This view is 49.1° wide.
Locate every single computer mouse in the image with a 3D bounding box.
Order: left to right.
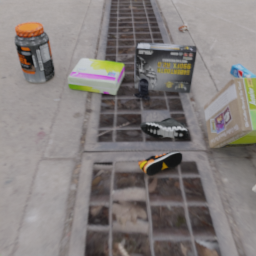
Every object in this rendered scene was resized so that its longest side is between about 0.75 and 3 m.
[{"bbox_3d":[0.574,-1.553,11.320,0.666,0.253,0.961,12,65,-11],"label":"computer mouse"}]

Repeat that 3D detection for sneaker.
[{"bbox_3d":[0.968,0.961,8.456,1.422,0.497,0.640,-17,26,-28],"label":"sneaker"},{"bbox_3d":[1.237,-0.025,9.613,1.636,0.544,0.740,7,38,3],"label":"sneaker"}]

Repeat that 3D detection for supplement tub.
[{"bbox_3d":[-3.975,-3.184,11.925,1.392,2.273,1.392,0,40,0],"label":"supplement tub"}]

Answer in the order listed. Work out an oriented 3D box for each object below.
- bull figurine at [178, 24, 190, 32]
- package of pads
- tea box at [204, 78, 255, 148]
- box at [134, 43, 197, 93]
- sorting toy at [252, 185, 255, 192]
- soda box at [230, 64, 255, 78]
[{"bbox_3d":[3.346,-5.952,16.681,0.532,0.285,0.876,29,48,30],"label":"bull figurine"},{"bbox_3d":[-1.312,-2.242,11.984,2.115,0.721,1.634,10,44,10],"label":"package of pads"},{"bbox_3d":[3.765,-0.373,8.310,2.249,2.286,1.528,-3,75,-6],"label":"tea box"},{"bbox_3d":[1.452,-2.413,11.349,2.354,1.864,0.569,6,40,7],"label":"box"},{"bbox_3d":[4.325,1.035,6.700,2.613,2.352,1.396,8,51,-29],"label":"sorting toy"},{"bbox_3d":[5.085,-2.322,12.350,0.439,0.416,1.295,-13,42,-15],"label":"soda box"}]
